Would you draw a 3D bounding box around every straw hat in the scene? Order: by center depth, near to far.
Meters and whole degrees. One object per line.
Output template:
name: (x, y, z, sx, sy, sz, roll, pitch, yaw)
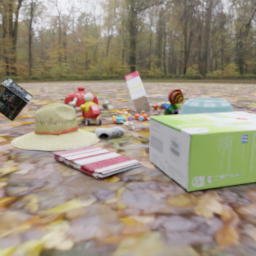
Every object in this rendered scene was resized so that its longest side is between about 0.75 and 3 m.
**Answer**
straw hat: (-2.388, -0.173, 9.271, 2.871, 1.215, 2.871, 0, 11, 0)

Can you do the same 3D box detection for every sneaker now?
sneaker: (-0.605, 0.241, 9.595, 1.030, 0.385, 0.422, -5, 31, -6)

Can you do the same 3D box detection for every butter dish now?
butter dish: (-2.514, -1.499, 15.040, 1.952, 1.443, 1.947, 9, 16, 37)

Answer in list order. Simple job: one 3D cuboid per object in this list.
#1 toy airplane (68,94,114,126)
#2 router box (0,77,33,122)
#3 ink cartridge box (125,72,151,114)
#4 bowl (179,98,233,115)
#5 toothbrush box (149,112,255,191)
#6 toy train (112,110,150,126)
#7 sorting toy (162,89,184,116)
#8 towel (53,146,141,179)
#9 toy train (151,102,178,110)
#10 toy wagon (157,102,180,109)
toy airplane: (-1.753, -0.871, 12.384, 1.830, 1.297, 1.838, 5, 12, 21)
router box: (-3.161, -0.737, 7.505, 1.060, 0.794, 0.329, -35, 25, 37)
ink cartridge box: (0.495, -1.747, 14.193, 0.734, 1.277, 1.760, -20, 52, 6)
bowl: (2.946, -0.463, 10.590, 2.382, 1.246, 2.382, -1, 11, 0)
toothbrush box: (2.150, 0.388, 6.558, 2.818, 1.213, 2.052, -2, 12, -17)
toy train: (0.103, -0.538, 12.704, 1.397, 0.517, 1.860, 6, 13, 29)
sorting toy: (1.951, -0.891, 11.776, 0.887, 1.476, 0.606, -16, 39, -27)
towel: (-0.798, 0.814, 7.017, 1.891, 0.215, 1.362, 13, 16, 42)
toy train: (2.148, -1.235, 16.372, 1.531, 0.426, 1.150, -1, 12, 17)
toy wagon: (2.431, -1.396, 17.337, 1.546, 0.306, 1.199, -5, 12, -23)
